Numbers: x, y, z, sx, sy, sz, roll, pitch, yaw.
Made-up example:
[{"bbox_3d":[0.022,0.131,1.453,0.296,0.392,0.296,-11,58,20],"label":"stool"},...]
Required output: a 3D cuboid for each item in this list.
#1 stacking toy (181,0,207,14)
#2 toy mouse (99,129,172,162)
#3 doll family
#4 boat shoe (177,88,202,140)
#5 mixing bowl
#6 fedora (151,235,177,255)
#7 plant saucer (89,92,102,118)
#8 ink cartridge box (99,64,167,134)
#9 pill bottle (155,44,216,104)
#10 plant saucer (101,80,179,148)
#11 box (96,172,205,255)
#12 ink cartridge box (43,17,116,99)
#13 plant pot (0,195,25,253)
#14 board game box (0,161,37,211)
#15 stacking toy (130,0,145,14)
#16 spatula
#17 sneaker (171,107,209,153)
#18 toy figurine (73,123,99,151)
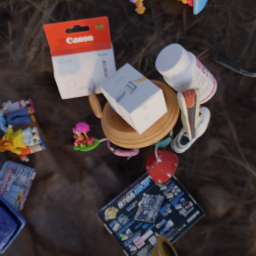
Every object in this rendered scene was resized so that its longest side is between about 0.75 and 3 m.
[{"bbox_3d":[1.819,-5.268,10.252,2.268,1.245,1.316,25,81,18],"label":"stacking toy"},{"bbox_3d":[0.411,0.309,8.467,2.788,0.540,2.478,-29,47,-10],"label":"toy mouse"},{"bbox_3d":[-3.666,-0.007,8.946,1.387,1.007,2.235,-18,77,-4],"label":"doll family"},{"bbox_3d":[1.792,-0.351,7.849,0.560,1.789,0.637,-21,42,-1],"label":"boat shoe"},{"bbox_3d":[0.871,1.028,7.993,0.549,1.013,1.013,35,78,-21],"label":"mixing bowl"},{"bbox_3d":[0.942,3.426,7.341,0.462,1.133,1.133,-36,78,16],"label":"fedora"},{"bbox_3d":[-1.086,-0.733,9.169,0.145,0.901,0.901,-21,77,-15],"label":"plant saucer"},{"bbox_3d":[0.157,-0.776,7.499,1.024,1.042,1.416,-40,57,-8],"label":"ink cartridge box"},{"bbox_3d":[1.683,-1.529,8.114,1.052,1.855,1.052,-23,54,35],"label":"pill bottle"},{"bbox_3d":[0.275,-0.554,8.367,2.455,0.459,2.455,-12,52,16],"label":"plant saucer"},{"bbox_3d":[0.670,2.606,8.535,2.604,0.599,2.070,-39,80,-8],"label":"box"},{"bbox_3d":[-1.407,-2.085,8.791,1.946,2.394,0.683,-9,51,-2],"label":"ink cartridge box"},{"bbox_3d":[-4.041,2.855,7.875,1.642,1.477,1.642,40,106,9],"label":"plant pot"},{"bbox_3d":[-3.789,1.748,8.841,1.326,0.409,1.327,16,77,3],"label":"board game box"},{"bbox_3d":[0.313,-4.954,10.297,0.931,0.880,1.604,-14,88,-3],"label":"stacking toy"},{"bbox_3d":[4.103,-1.947,9.801,2.359,0.242,0.667,24,78,5],"label":"spatula"},{"bbox_3d":[2.122,0.036,9.092,0.691,0.728,1.808,34,77,9],"label":"sneaker"},{"bbox_3d":[-1.280,0.195,7.746,0.776,0.582,0.714,-9,116,21],"label":"toy figurine"}]
